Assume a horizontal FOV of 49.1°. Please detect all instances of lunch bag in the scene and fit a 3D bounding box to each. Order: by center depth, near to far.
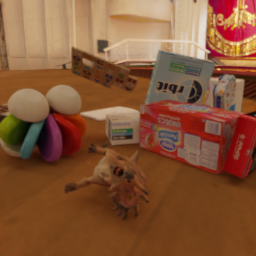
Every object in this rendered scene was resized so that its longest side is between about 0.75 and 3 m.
[{"bbox_3d":[3.198,-1.114,9.425,0.495,1.311,1.051,22,61,34],"label":"lunch bag"}]

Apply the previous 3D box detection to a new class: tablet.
[{"bbox_3d":[-0.889,-0.739,13.822,2.532,0.173,1.648,-14,21,-39],"label":"tablet"}]

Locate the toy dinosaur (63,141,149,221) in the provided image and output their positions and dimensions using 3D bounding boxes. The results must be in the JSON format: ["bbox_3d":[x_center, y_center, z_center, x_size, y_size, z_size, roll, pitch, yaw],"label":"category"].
[{"bbox_3d":[-0.075,1.077,5.939,1.755,1.111,2.590,19,7,25],"label":"toy dinosaur"}]

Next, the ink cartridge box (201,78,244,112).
[{"bbox_3d":[3.521,-1.229,12.336,2.623,1.895,1.110,11,19,35],"label":"ink cartridge box"}]

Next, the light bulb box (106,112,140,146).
[{"bbox_3d":[-0.058,-0.004,9.937,1.338,0.843,1.350,-3,16,-12],"label":"light bulb box"}]

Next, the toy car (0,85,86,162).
[{"bbox_3d":[-2.342,0.102,8.168,2.547,2.229,1.910,-16,59,-46],"label":"toy car"}]

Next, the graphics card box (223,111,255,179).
[{"bbox_3d":[3.270,0.299,7.197,0.579,1.428,2.276,23,23,36],"label":"graphics card box"}]

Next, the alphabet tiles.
[{"bbox_3d":[-0.787,-1.734,9.014,2.192,0.083,1.833,22,-16,-5],"label":"alphabet tiles"}]

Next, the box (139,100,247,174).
[{"bbox_3d":[1.807,0.110,8.387,1.405,1.467,2.942,-14,21,-41],"label":"box"}]

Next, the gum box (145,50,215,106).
[{"bbox_3d":[1.721,-1.384,9.809,1.927,2.269,0.505,8,25,-10],"label":"gum box"}]

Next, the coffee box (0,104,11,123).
[{"bbox_3d":[-4.178,-0.270,10.449,1.520,1.073,2.689,3,16,12],"label":"coffee box"}]
